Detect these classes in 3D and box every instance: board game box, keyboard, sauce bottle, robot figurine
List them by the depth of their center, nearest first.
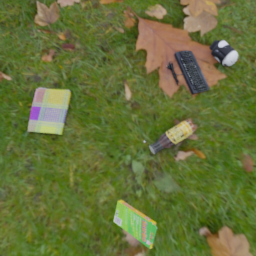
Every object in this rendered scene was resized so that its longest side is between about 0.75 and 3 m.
[{"bbox_3d":[0.200,2.703,7.920,1.480,0.222,0.707,23,107,42],"label":"board game box"},{"bbox_3d":[1.789,0.409,11.420,1.990,0.657,0.657,-33,72,-13],"label":"sauce bottle"},{"bbox_3d":[2.654,-2.548,12.844,1.473,0.239,2.318,-16,68,-6],"label":"keyboard"},{"bbox_3d":[4.378,-3.432,12.884,1.009,0.838,1.344,-37,72,-11],"label":"robot figurine"}]

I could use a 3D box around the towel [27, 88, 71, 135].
[{"bbox_3d":[-3.385,-0.766,12.112,1.563,0.248,2.176,5,69,1],"label":"towel"}]
